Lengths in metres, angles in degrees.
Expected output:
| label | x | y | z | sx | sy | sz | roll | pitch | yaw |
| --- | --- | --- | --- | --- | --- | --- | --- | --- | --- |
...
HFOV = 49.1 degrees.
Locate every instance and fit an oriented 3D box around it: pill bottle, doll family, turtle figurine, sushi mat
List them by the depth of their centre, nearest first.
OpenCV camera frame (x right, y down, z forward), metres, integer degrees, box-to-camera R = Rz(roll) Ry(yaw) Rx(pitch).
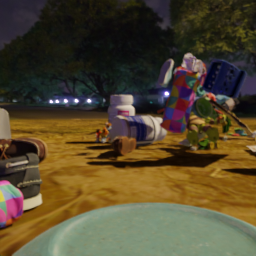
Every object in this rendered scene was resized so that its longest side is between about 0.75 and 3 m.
| label | x | y | z | sx | sy | sz | roll | pitch | yaw |
| --- | --- | --- | --- | --- | --- | --- | --- | --- | --- |
| sushi mat | 2.857 | -0.262 | 7.680 | 1.101 | 0.139 | 2.300 | 45 | 15 | 23 |
| doll family | -0.675 | 0.128 | 8.546 | 0.374 | 0.515 | 0.830 | 19 | 29 | 19 |
| turtle figurine | 2.191 | -0.104 | 9.403 | 2.402 | 0.774 | 1.937 | 5 | 25 | 0 |
| pill bottle | 0.397 | 0.109 | 10.640 | 2.017 | 1.167 | 1.167 | -2 | 4 | -34 |
| pill bottle | -0.295 | -0.359 | 11.716 | 1.108 | 1.955 | 1.108 | 0 | 3 | 0 |

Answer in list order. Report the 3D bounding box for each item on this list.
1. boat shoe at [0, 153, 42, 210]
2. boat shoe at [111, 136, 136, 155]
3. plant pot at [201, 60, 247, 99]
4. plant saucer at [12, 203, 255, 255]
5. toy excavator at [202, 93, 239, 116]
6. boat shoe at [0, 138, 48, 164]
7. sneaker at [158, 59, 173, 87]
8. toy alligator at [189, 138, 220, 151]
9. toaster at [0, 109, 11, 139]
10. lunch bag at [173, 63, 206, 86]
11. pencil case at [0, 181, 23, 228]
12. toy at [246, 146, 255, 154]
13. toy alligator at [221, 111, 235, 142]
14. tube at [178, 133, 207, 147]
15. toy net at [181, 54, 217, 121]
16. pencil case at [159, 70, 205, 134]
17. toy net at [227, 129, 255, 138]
| label | x | y | z | sx | sy | sz | roll | pitch | yaw |
| --- | --- | --- | --- | --- | --- | --- | --- | --- | --- |
| boat shoe | -2.340 | 0.701 | 4.104 | 2.338 | 0.790 | 0.840 | -1 | 5 | 15 |
| boat shoe | -0.226 | 0.536 | 8.714 | 0.567 | 0.567 | 1.612 | 6 | -3 | 16 |
| plant pot | 2.351 | -1.165 | 6.835 | 0.729 | 0.811 | 0.811 | 18 | 13 | -6 |
| plant saucer | 0.208 | 0.970 | 1.870 | 2.633 | 0.507 | 2.633 | 1 | 3 | 0 |
| toy excavator | 3.468 | -1.045 | 10.808 | 0.652 | 1.306 | 1.270 | -30 | -21 | -11 |
| boat shoe | -2.828 | 0.602 | 6.473 | 2.000 | 0.704 | 0.703 | -7 | -6 | 23 |
| sneaker | 1.337 | -1.862 | 9.669 | 0.367 | 0.993 | 0.407 | 19 | -8 | 40 |
| toy alligator | 2.671 | 0.546 | 9.673 | 1.540 | 0.370 | 0.510 | -1 | 3 | -41 |
| toaster | -5.300 | 0.096 | 8.773 | 2.149 | 1.411 | 2.377 | 0 | 4 | 20 |
| lunch bag | 2.167 | -1.834 | 9.761 | 1.129 | 0.995 | 0.463 | -20 | 26 | -13 |
| pencil case | -1.728 | 0.887 | 2.836 | 0.562 | 0.562 | 1.273 | 2 | 3 | 34 |
| toy | 4.459 | 0.560 | 8.387 | 1.313 | 0.538 | 2.281 | 0 | 3 | 12 |
| toy alligator | 3.980 | -0.139 | 11.434 | 0.459 | 1.385 | 0.333 | 9 | 8 | -29 |
| tube | 2.315 | 0.344 | 9.723 | 1.272 | 0.330 | 0.369 | -26 | -16 | -34 |
| toy net | 1.997 | -1.164 | 7.571 | 1.022 | 1.948 | 0.376 | -1 | -13 | -28 |
| pencil case | 1.339 | -0.658 | 7.023 | 0.727 | 1.646 | 0.727 | 19 | 4 | -1 |
| toy net | 6.128 | 0.268 | 14.637 | 1.000 | 0.368 | 1.906 | -1 | 4 | -21 |
